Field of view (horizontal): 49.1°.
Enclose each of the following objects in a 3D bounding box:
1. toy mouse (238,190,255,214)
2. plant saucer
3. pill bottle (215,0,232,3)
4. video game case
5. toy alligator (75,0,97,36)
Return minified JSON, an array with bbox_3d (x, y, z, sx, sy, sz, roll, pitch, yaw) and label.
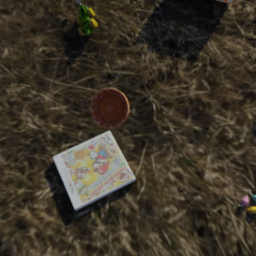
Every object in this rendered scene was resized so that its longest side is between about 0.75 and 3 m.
[{"bbox_3d":[4.355,2.582,9.875,0.931,0.180,0.827,7,65,3],"label":"toy mouse"},{"bbox_3d":[-0.470,-0.493,7.219,1.032,0.167,1.032,0,91,15],"label":"plant saucer"},{"bbox_3d":[3.847,-7.244,13.666,2.880,1.644,1.644,16,66,7],"label":"pill bottle"},{"bbox_3d":[-1.278,1.508,10.327,2.380,0.272,2.166,-25,68,-11],"label":"video game case"},{"bbox_3d":[-1.976,-5.265,13.299,0.862,0.625,2.601,-24,63,24],"label":"toy alligator"}]
